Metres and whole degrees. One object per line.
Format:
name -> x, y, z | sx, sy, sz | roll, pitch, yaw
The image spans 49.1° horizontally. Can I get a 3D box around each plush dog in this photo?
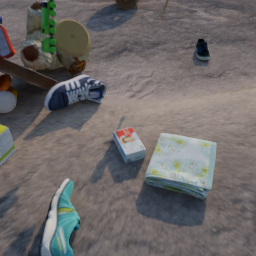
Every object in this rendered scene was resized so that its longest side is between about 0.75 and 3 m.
plush dog -> -2.720, -3.086, 10.995 | 2.485, 2.321, 2.893 | 6, 68, -15

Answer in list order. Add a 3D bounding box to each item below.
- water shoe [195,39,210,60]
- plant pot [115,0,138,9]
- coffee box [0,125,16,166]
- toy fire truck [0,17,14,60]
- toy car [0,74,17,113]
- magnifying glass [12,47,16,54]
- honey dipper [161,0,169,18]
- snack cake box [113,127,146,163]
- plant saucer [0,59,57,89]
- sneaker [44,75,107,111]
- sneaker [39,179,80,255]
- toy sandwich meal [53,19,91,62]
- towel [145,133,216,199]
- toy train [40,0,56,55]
water shoe -> 3.202, -3.420, 12.110 | 0.498, 0.550, 1.393 | -3, 40, -3
plant pot -> -0.043, -8.314, 16.880 | 2.279, 2.279, 1.987 | 6, 59, 7
coffee box -> -3.647, 0.444, 7.331 | 0.865, 0.856, 0.866 | 15, 43, 17
toy fire truck -> -3.782, -2.419, 7.492 | 1.213, 1.444, 0.810 | -19, 2, 11
toy car -> -4.536, -1.206, 8.894 | 1.802, 1.351, 1.577 | -21, 45, -23
magnifying glass -> -3.957, -3.004, 8.086 | 0.808, 2.031, 0.227 | -29, 37, -2
honey dipper -> 1.456, -4.697, 10.197 | 0.262, 1.379, 0.262 | 12, 33, -8
snack cake box -> 0.023, 0.451, 7.727 | 0.581, 0.340, 1.011 | -15, 42, -14
plant saucer -> -3.720, -1.905, 9.438 | 2.627, 0.452, 2.627 | 23, 3, -1
sneaker -> -1.623, -1.082, 9.210 | 1.179, 0.761, 2.172 | 23, 42, 27
sneaker -> -1.361, 1.915, 5.921 | 0.719, 0.699, 1.805 | 15, 43, -13
toy sandwich meal -> -1.621, -2.514, 8.042 | 1.242, 1.242, 0.425 | -30, 7, -30
towel -> 1.384, 0.867, 7.165 | 1.569, 0.441, 1.832 | 13, 42, 14
toy train -> -1.987, -2.495, 6.957 | 0.370, 1.312, 0.274 | 0, 19, -14
